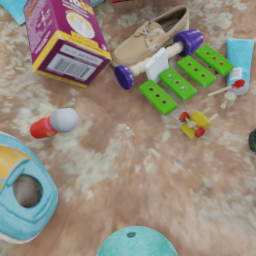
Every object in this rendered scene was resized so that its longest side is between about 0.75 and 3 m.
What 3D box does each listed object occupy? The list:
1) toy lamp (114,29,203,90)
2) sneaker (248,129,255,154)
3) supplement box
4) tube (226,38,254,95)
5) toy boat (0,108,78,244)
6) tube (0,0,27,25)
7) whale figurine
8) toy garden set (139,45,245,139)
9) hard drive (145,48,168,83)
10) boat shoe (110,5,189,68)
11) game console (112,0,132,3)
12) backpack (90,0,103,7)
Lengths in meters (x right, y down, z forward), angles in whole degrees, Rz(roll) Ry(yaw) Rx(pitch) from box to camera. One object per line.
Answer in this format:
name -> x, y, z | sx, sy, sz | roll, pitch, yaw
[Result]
toy lamp -> 0.929, -1.970, 7.723 | 2.693, 0.784, 0.784 | -33, 65, -17
sneaker -> 3.649, 0.257, 6.261 | 0.802, 1.882, 0.734 | 1, 82, -43
supplement box -> -1.689, -2.555, 7.545 | 1.627, 1.282, 2.485 | 10, 50, -44
tube -> 3.175, -1.885, 8.019 | 0.799, 0.520, 2.064 | 11, 59, 9
toy boat -> -2.056, 0.632, 5.660 | 1.338, 2.420, 2.878 | -18, 33, 34
tube -> -3.990, -4.343, 9.424 | 2.296, 0.579, 0.889 | 42, 76, 16
whale figurine -> 0.119, 2.467, 4.420 | 1.894, 2.381, 1.235 | -7, 100, 5
toy garden set -> 1.851, -0.937, 7.398 | 2.428, 0.485, 2.024 | -33, 62, -14
hard drive -> 0.781, -1.590, 7.445 | 0.136, 1.022, 0.674 | 42, 85, 20
boat shoe -> 0.646, -2.709, 8.223 | 2.861, 0.923, 1.020 | -38, 67, -19
game console -> 1.236, -4.283, 8.415 | 2.331, 1.605, 2.705 | 5, 14, -36
backpack -> -1.653, -5.014, 8.679 | 2.809, 2.493, 2.114 | -32, 60, -12
